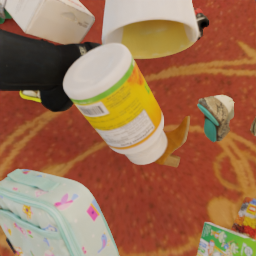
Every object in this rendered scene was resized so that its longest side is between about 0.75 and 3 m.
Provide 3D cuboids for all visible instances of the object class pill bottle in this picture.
[{"bbox_3d":[-0.085,-0.316,5.454,1.294,2.330,1.294,-19,42,18],"label":"pill bottle"}]

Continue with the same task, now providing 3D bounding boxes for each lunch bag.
[{"bbox_3d":[-1.444,1.688,4.933,2.408,1.932,0.928,0,28,40],"label":"lunch bag"}]

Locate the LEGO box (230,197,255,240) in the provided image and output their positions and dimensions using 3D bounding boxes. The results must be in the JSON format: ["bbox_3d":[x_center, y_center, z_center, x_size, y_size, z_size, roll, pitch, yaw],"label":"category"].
[{"bbox_3d":[2.497,2.066,5.618,0.438,1.134,0.845,14,58,41],"label":"LEGO box"}]

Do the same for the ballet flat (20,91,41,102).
[{"bbox_3d":[-2.901,-1.046,8.912,1.121,0.376,0.374,7,71,2],"label":"ballet flat"}]

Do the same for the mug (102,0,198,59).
[{"bbox_3d":[0.323,-2.684,6.035,1.937,2.419,1.986,-2,83,-15],"label":"mug"}]

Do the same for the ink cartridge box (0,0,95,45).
[{"bbox_3d":[-2.459,-3.560,7.616,2.663,1.939,1.129,47,114,19],"label":"ink cartridge box"}]

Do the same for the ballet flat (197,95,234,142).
[{"bbox_3d":[1.728,-0.259,5.360,0.656,1.742,0.591,-41,61,2],"label":"ballet flat"}]

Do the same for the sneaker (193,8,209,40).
[{"bbox_3d":[1.581,-2.514,7.405,1.364,0.482,0.666,-43,67,1],"label":"sneaker"}]

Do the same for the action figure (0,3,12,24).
[{"bbox_3d":[-4.552,-4.915,10.142,1.312,0.607,2.221,-19,69,-3],"label":"action figure"}]

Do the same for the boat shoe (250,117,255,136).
[{"bbox_3d":[2.705,-0.075,5.206,0.794,2.393,0.886,-42,65,6],"label":"boat shoe"}]

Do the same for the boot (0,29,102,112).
[{"bbox_3d":[-2.118,-1.099,5.961,2.342,2.787,1.064,-4,77,-37],"label":"boot"}]

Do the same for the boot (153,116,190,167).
[{"bbox_3d":[0.925,0.248,7.003,0.990,0.487,1.383,18,98,15],"label":"boot"}]

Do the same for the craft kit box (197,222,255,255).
[{"bbox_3d":[1.588,2.183,4.560,0.981,0.241,0.994,6,78,49],"label":"craft kit box"}]
